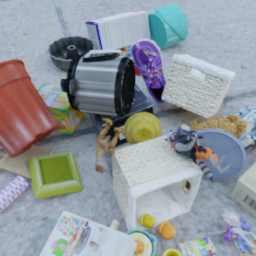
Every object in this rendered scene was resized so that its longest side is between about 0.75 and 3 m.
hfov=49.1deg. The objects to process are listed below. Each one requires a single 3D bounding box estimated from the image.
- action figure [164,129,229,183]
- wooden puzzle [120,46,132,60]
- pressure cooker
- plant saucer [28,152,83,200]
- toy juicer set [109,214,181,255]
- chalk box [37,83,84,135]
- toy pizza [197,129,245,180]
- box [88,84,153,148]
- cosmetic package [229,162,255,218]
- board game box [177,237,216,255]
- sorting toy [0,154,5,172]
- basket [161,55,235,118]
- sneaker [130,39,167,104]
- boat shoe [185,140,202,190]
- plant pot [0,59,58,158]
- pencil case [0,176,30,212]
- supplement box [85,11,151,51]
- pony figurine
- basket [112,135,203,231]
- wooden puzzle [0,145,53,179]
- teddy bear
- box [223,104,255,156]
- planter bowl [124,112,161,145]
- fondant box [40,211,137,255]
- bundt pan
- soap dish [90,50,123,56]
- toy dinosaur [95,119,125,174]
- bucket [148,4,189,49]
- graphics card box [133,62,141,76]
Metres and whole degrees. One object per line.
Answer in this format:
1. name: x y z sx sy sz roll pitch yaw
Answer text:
1. action figure: 1.619 0.565 7.151 1.702 0.920 1.760 33 11 33
2. wooden puzzle: 0.304 -3.886 14.418 1.565 0.362 1.450 -6 35 2
3. pressure cooker: -1.023 -1.400 9.165 2.270 1.996 2.027 7 63 15
4. plant saucer: -2.377 1.441 9.210 1.554 0.373 1.556 -6 52 -24
5. toy juicer set: 0.242 2.970 7.550 2.328 0.633 1.481 2 50 3
6. chalk box: -3.022 -0.792 11.044 2.139 1.331 1.324 11 47 12
7. toy pizza: 2.756 0.859 9.085 1.950 1.950 0.309 15 32 14
8. box: -0.474 -0.826 10.874 1.980 1.428 2.668 -23 49 -13
9. cosmetic package: 4.798 1.565 8.942 2.950 1.078 1.527 -34 57 -27
10. board game box: 1.853 3.368 7.640 0.900 0.464 0.472 -10 47 -9
11. sorting toy: -4.914 1.450 9.622 0.954 0.231 1.694 15 47 17
12. basket: 2.769 -1.703 11.051 2.211 1.794 2.231 26 23 19
13. sneaker: 1.002 -2.171 11.068 1.142 2.832 1.181 -22 36 12
14. boat shoe: 2.037 1.071 8.971 0.647 1.815 0.585 9 22 31
15. plant pot: -3.776 -0.514 9.276 2.519 2.519 2.449 -39 95 -31
16. pencil case: -3.758 2.068 8.865 0.541 0.531 1.266 -3 33 45
17. supplement box: -0.496 -5.132 14.813 2.980 1.540 1.508 -22 30 -18
18. pony figurine: 3.007 2.924 7.866 1.213 1.046 1.256 12 33 -35
19. basket: 0.684 1.620 8.181 2.118 2.099 1.704 -16 46 -19
20. wooden puzzle: -3.578 1.116 9.803 1.481 0.276 1.370 14 40 9
21. teddy bear: 2.832 0.082 9.933 2.705 0.903 1.961 -10 27 18
22. box: 4.447 0.110 10.739 2.466 0.492 1.688 -21 49 -19
23. planter bowl: 0.461 0.155 8.554 1.187 1.187 0.495 -1 17 -1
24. fondant box: -1.077 3.225 7.075 2.189 0.638 1.579 10 59 29
25. bundt pan: -2.786 -3.654 14.088 2.385 0.895 2.385 0 45 0
26. soap dish: -1.048 -3.093 13.339 1.636 1.287 0.664 -1 70 -1
27. toy dinosaur: -0.639 0.389 7.831 0.710 1.248 2.351 27 20 -4
28. bucket: 1.996 -5.377 14.980 1.447 2.223 2.223 -31 53 -22
29. graphics card box: 0.811 -3.084 13.929 1.300 0.331 0.815 -26 51 -24
